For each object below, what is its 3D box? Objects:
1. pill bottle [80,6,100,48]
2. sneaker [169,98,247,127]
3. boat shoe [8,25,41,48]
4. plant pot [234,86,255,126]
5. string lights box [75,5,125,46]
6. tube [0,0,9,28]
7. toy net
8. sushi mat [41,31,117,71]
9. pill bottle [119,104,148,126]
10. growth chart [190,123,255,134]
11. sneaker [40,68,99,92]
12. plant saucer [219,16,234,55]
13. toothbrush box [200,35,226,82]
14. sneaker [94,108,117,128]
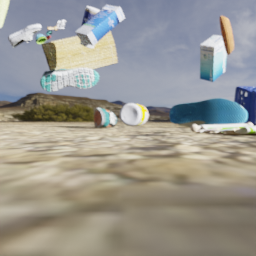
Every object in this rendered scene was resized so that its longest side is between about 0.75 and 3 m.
[{"bbox_3d":[-1.242,-3.367,9.451,0.685,1.233,0.685,16,23,-7],"label":"pill bottle"},{"bbox_3d":[3.108,-0.527,10.799,2.870,1.098,1.159,4,-1,35],"label":"sneaker"},{"bbox_3d":[-3.181,-2.855,8.752,1.171,0.383,0.431,-19,8,18],"label":"boat shoe"},{"bbox_3d":[6.379,-0.986,13.435,1.964,1.964,1.766,0,9,-6],"label":"plant pot"},{"bbox_3d":[-0.869,-3.204,8.695,0.729,1.419,0.418,31,-19,43],"label":"string lights box"},{"bbox_3d":[-4.485,-3.955,9.771,0.449,1.730,0.502,1,-23,-6],"label":"tube"},{"bbox_3d":[-2.539,-3.163,9.389,1.212,0.234,0.636,-32,-7,-1],"label":"toy net"},{"bbox_3d":[-1.853,-2.974,11.256,2.905,1.390,0.176,-19,19,-20],"label":"sushi mat"},{"bbox_3d":[0.396,-0.690,15.018,1.161,1.161,2.126,0,2,17],"label":"pill bottle"},{"bbox_3d":[2.690,0.021,5.682,1.934,0.237,2.673,-2,1,-24],"label":"growth chart"},{"bbox_3d":[-2.146,-1.900,10.219,2.116,0.821,0.965,-6,32,-20],"label":"sneaker"},{"bbox_3d":[3.079,-2.887,8.716,0.226,1.205,1.205,-13,-2,16],"label":"plant saucer"},{"bbox_3d":[3.194,-2.593,10.495,0.599,1.405,1.028,24,50,35],"label":"toothbrush box"},{"bbox_3d":[-0.802,-0.370,10.428,0.838,0.748,2.097,-5,1,-11],"label":"sneaker"}]
